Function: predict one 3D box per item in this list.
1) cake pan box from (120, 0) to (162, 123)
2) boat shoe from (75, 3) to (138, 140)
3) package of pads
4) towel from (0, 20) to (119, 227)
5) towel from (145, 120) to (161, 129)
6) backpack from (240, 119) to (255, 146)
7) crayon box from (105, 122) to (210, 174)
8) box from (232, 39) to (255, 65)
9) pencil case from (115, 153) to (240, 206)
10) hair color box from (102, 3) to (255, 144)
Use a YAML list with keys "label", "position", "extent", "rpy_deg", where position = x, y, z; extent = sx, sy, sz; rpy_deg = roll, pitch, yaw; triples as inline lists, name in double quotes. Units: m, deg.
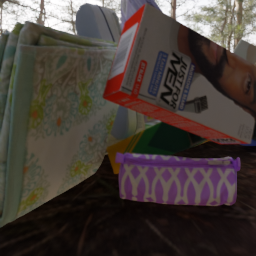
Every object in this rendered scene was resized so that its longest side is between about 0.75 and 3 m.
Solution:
- label: "cake pan box"
  position: [0.310, -1.624, 6.154]
  extent: [0.601, 2.115, 2.296]
  rpy_deg: [-9, 48, -14]
- label: "boat shoe"
  position: [-0.130, -1.015, 5.007]
  extent: [1.028, 2.412, 0.891]
  rpy_deg: [-12, -10, -40]
- label: "package of pads"
  position: [-1.065, -0.050, 6.261]
  extent: [1.992, 0.879, 2.579]
  rpy_deg: [-9, 16, -33]
- label: "towel"
  position: [-0.750, -0.057, 3.372]
  extent: [0.518, 2.150, 1.841]
  rpy_deg: [28, 22, 24]
- label: "towel"
  position: [0.679, -0.107, 8.025]
  extent: [2.406, 0.369, 1.795]
  rpy_deg: [-13, 15, -41]
- label: "backpack"
  position: [2.892, -0.056, 6.018]
  extent: [1.307, 1.062, 1.096]
  rpy_deg: [-2, -16, -6]
- label: "crayon box"
  position: [0.525, 0.238, 4.542]
  extent: [1.226, 0.491, 1.931]
  rpy_deg: [-13, -10, -44]
- label: "box"
  position: [3.159, -1.583, 8.403]
  extent: [0.744, 1.914, 0.909]
  rpy_deg: [31, -15, 12]
- label: "pencil case"
  position: [0.620, 0.628, 3.534]
  extent: [1.519, 0.649, 0.637]
  rpy_deg: [-1, 47, 5]
- label: "hair color box"
  position: [0.680, -0.499, 3.155]
  extent: [1.705, 0.945, 0.545]
  rpy_deg: [19, -10, -24]
